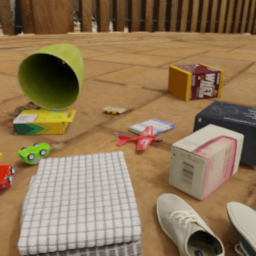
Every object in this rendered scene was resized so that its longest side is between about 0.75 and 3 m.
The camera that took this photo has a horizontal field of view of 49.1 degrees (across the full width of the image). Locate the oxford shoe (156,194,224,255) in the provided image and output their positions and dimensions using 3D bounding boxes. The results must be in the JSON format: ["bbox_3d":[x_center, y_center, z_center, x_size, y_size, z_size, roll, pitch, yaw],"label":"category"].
[{"bbox_3d":[1.107,1.838,5.137,0.850,0.653,2.261,-7,22,-8],"label":"oxford shoe"}]

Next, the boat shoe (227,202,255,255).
[{"bbox_3d":[2.240,2.010,4.854,0.661,0.546,1.764,-4,26,-16],"label":"boat shoe"}]

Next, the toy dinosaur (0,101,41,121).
[{"bbox_3d":[-4.018,-0.679,10.890,1.655,0.710,1.121,-14,26,-18],"label":"toy dinosaur"}]

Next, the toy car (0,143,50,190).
[{"bbox_3d":[-2.997,0.917,7.486,1.930,0.457,2.051,-19,31,-38],"label":"toy car"}]

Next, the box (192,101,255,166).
[{"bbox_3d":[3.170,0.063,8.431,1.914,1.186,1.881,14,22,30],"label":"box"}]

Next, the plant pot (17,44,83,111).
[{"bbox_3d":[-2.612,-2.238,10.623,2.238,2.238,2.391,3,36,7],"label":"plant pot"}]

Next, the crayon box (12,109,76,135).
[{"bbox_3d":[-2.904,-0.226,10.024,1.973,0.501,1.253,-1,23,-1],"label":"crayon box"}]

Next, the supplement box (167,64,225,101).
[{"bbox_3d":[3.270,-2.290,13.767,1.956,1.299,1.930,-8,25,-17],"label":"supplement box"}]

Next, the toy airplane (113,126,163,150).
[{"bbox_3d":[0.299,0.368,8.927,1.612,0.296,1.612,-1,27,1],"label":"toy airplane"}]

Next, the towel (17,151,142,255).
[{"bbox_3d":[-0.919,1.518,5.445,2.017,1.042,2.436,-5,26,-8],"label":"towel"}]

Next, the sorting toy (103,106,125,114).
[{"bbox_3d":[-0.621,-0.691,11.409,0.753,0.135,1.010,12,18,16],"label":"sorting toy"}]

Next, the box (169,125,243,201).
[{"bbox_3d":[1.937,0.784,6.922,1.779,1.137,0.969,-22,32,-40],"label":"box"}]

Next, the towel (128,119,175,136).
[{"bbox_3d":[0.848,0.000,9.949,1.434,0.171,1.053,-18,27,-39],"label":"towel"}]
